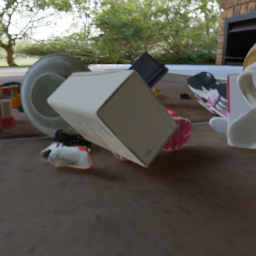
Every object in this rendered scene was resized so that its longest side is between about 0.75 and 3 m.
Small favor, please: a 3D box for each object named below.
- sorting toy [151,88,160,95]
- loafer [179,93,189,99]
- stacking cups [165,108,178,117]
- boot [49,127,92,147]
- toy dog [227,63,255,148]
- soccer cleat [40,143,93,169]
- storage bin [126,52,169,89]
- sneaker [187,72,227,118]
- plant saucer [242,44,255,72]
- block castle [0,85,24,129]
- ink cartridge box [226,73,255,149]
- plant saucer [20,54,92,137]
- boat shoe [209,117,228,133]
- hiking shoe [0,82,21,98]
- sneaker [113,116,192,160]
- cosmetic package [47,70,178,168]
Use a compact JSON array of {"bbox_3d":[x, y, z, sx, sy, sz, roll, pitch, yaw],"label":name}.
[{"bbox_3d":[0.748,-1.957,14.526,1.956,0.262,1.457,10,-4,-5],"label":"sorting toy"},{"bbox_3d":[2.840,-1.636,14.099,0.301,0.264,0.838,13,20,39],"label":"loafer"},{"bbox_3d":[0.947,-0.569,9.546,0.654,0.654,2.163,-6,17,-19],"label":"stacking cups"},{"bbox_3d":[-1.363,0.401,6.650,0.937,0.338,0.708,21,35,-6],"label":"boot"},{"bbox_3d":[1.858,0.380,3.222,1.322,2.745,1.810,-23,-4,-16],"label":"toy dog"},{"bbox_3d":[-1.256,0.598,5.680,0.596,0.480,1.400,-21,21,-40],"label":"soccer cleat"},{"bbox_3d":[0.754,-2.443,12.515,1.197,1.782,1.297,50,17,10],"label":"storage bin"},{"bbox_3d":[3.319,-0.950,9.997,1.181,1.270,2.941,-32,39,5],"label":"sneaker"},{"bbox_3d":[4.981,-1.916,10.367,0.503,2.838,2.838,-8,16,-7],"label":"plant saucer"},{"bbox_3d":[-3.740,-0.619,8.961,1.557,1.093,2.330,8,19,13],"label":"block castle"},{"bbox_3d":[3.624,-0.605,7.283,2.461,1.786,1.026,-15,13,-42],"label":"ink cartridge box"},{"bbox_3d":[-1.885,-0.816,7.309,2.244,2.244,0.563,3,9,10],"label":"plant saucer"},{"bbox_3d":[2.776,-0.111,7.886,1.158,0.417,0.381,8,29,-14],"label":"boat shoe"},{"bbox_3d":[-5.348,-1.883,13.943,2.201,0.819,0.954,-7,16,-23],"label":"hiking shoe"},{"bbox_3d":[0.485,0.100,6.703,2.254,0.832,0.986,-13,26,-25],"label":"sneaker"},{"bbox_3d":[-0.466,-0.296,5.381,0.956,1.354,2.616,-50,30,-15],"label":"cosmetic package"}]
